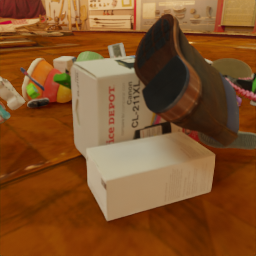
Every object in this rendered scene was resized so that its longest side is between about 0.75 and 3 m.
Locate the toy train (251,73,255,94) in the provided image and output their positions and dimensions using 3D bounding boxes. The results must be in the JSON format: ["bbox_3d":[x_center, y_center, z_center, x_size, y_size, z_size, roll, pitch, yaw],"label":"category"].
[{"bbox_3d":[3.132,-0.704,5.022,1.768,0.369,0.498,11,66,12],"label":"toy train"}]

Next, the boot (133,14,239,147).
[{"bbox_3d":[0.977,-0.916,5.003,1.452,1.119,2.996,32,35,-26],"label":"boot"}]

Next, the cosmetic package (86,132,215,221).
[{"bbox_3d":[0.381,0.781,5.142,2.091,0.848,1.180,-10,25,-19],"label":"cosmetic package"}]

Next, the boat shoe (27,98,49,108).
[{"bbox_3d":[-3.053,-0.812,9.503,0.755,0.264,0.250,-10,34,-2],"label":"boat shoe"}]

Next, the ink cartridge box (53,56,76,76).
[{"bbox_3d":[-2.475,-2.088,11.169,0.573,1.361,0.984,7,24,9],"label":"ink cartridge box"}]

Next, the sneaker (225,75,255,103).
[{"bbox_3d":[3.276,-1.201,7.775,1.260,0.601,0.498,31,8,7],"label":"sneaker"}]

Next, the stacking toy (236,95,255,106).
[{"bbox_3d":[3.616,-1.103,10.072,1.346,0.420,1.786,-12,25,-26],"label":"stacking toy"}]

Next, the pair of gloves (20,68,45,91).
[{"bbox_3d":[-2.683,-1.364,7.895,0.104,0.737,0.917,-48,42,-8],"label":"pair of gloves"}]

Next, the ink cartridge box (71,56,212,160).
[{"bbox_3d":[0.321,-0.475,6.412,2.910,2.121,1.205,-14,32,-29],"label":"ink cartridge box"}]

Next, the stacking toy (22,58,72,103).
[{"bbox_3d":[-2.454,-1.375,9.966,2.185,1.597,1.597,22,24,-4],"label":"stacking toy"}]

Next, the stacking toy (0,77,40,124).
[{"bbox_3d":[-3.075,-0.299,6.208,1.986,0.619,2.634,-37,14,1],"label":"stacking toy"}]

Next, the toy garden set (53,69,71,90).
[{"bbox_3d":[-0.533,-1.564,9.017,2.817,0.562,2.348,-3,-11,26],"label":"toy garden set"}]

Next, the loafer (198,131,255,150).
[{"bbox_3d":[2.230,0.249,6.329,1.298,0.488,0.452,12,1,14],"label":"loafer"}]

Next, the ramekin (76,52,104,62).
[{"bbox_3d":[-1.264,-2.052,9.538,1.159,1.159,0.566,6,63,14],"label":"ramekin"}]

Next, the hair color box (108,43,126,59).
[{"bbox_3d":[-0.235,-2.056,9.986,0.534,1.760,0.871,-13,62,3],"label":"hair color box"}]

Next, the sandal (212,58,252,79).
[{"bbox_3d":[3.202,-1.840,10.351,2.958,1.085,0.973,1,-3,42],"label":"sandal"}]
